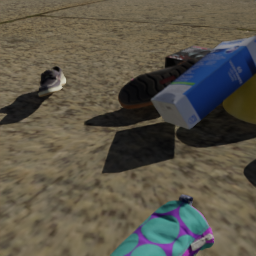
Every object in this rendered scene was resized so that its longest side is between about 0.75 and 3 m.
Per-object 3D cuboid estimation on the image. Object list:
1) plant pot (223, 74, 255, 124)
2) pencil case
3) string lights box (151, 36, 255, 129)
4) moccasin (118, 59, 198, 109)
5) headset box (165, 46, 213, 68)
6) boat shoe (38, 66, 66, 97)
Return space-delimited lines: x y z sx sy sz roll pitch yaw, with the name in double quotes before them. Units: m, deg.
"plant pot" 3.832 -1.196 7.737 2.087 1.482 2.087 0 32 0
"pencil case" 0.285 1.748 3.538 2.000 0.851 0.924 -31 15 -39
"string lights box" 1.974 -1.159 6.936 2.620 0.773 1.346 -39 19 -8
"moccasin" 0.919 -1.202 8.113 2.605 1.005 0.953 -30 75 -16
"headset box" 2.581 -2.303 10.165 1.590 0.825 2.137 25 41 35
"boat shoe" -2.335 -1.440 8.430 0.696 0.627 1.934 -14 21 6
